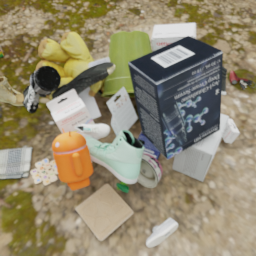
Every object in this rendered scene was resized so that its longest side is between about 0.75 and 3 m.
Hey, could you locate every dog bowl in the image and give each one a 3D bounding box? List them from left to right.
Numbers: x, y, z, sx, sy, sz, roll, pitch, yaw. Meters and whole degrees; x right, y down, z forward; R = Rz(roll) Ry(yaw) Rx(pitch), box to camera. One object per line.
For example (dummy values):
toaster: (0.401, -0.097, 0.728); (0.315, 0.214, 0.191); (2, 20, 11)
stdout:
dog bowl: (0.599, 1.352, 9.125); (1.185, 1.185, 0.437); (34, 49, 23)

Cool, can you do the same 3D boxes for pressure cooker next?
pressure cooker: (-2.751, -1.523, 9.235); (0.887, 0.993, 0.873); (50, 64, -18)

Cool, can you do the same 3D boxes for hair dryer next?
hair dryer: (5.071, -2.159, 12.773); (0.975, 0.348, 1.281); (-15, 56, -33)

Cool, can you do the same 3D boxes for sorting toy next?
sorting toy: (-0.526, 2.510, 9.102); (1.975, 0.291, 1.460); (-36, 55, -21)

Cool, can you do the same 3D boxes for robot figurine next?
robot figurine: (-1.680, 0.919, 8.430); (1.067, 1.830, 1.316); (-6, 13, 15)

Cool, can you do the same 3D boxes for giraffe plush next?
giraffe plush: (-1.810, -2.203, 11.124); (2.953, 2.394, 2.548); (5, 90, 12)

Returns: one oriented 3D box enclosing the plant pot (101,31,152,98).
plant pot: (0.102, -2.438, 10.957); (2.474, 2.474, 2.350); (-3, 93, -2)

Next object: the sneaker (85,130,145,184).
sneaker: (-0.480, 0.518, 8.704); (2.398, 1.415, 0.883); (30, 25, 30)

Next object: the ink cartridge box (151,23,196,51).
ink cartridge box: (1.897, -2.960, 11.289); (1.629, 2.253, 0.949); (1, 53, 14)

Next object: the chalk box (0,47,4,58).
chalk box: (-7.187, -3.920, 13.572); (1.771, 1.098, 1.105); (-21, 56, -14)

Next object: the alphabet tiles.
alphabet tiles: (-2.923, 1.565, 9.970); (0.987, 0.074, 1.009); (-26, 57, -18)

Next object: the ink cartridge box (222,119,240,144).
ink cartridge box: (3.800, 0.109, 10.605); (0.338, 0.580, 0.797); (11, 41, -16)

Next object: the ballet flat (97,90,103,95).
ballet flat: (-1.398, -1.914, 12.410); (0.376, 0.379, 1.107); (-12, 48, -48)

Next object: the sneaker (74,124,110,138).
sneaker: (-1.010, 0.059, 7.699); (1.028, 0.455, 0.387); (1, 84, 30)

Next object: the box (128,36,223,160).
box: (1.386, -0.815, 7.903); (2.000, 2.694, 1.442); (-28, 43, -14)

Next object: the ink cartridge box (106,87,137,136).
ink cartridge box: (-0.252, -0.518, 8.985); (0.299, 1.265, 1.012); (0, 36, 40)

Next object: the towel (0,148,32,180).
towel: (-4.132, 1.270, 10.106); (1.226, 0.220, 1.273); (-4, 53, -3)

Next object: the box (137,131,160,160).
box: (0.661, 0.893, 10.357); (1.019, 0.273, 1.682); (21, 57, 15)

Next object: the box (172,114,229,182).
box: (2.470, 0.550, 9.663); (1.175, 1.797, 1.788); (22, 55, 19)

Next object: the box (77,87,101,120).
box: (-1.757, -0.787, 10.644); (0.811, 1.526, 1.162); (-23, 97, -18)

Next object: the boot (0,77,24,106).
boot: (-4.888, -1.530, 11.657); (1.518, 1.180, 0.552); (12, 53, 9)

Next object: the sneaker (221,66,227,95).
sneaker: (2.879, -1.841, 10.343); (2.309, 1.145, 0.816); (-1, 6, -41)

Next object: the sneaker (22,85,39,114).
sneaker: (-3.432, -1.338, 10.070); (0.704, 1.556, 0.517); (32, 18, 21)

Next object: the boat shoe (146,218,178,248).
boat shoe: (0.972, 3.164, 8.548); (1.181, 0.425, 0.404); (-32, 43, -19)

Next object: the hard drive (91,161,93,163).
hard drive: (-1.569, 1.085, 9.975); (0.731, 0.146, 1.108); (9, 38, 26)

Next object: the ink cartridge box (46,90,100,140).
ink cartridge box: (-1.782, -0.207, 9.321); (1.105, 1.886, 0.635); (-30, 41, -8)

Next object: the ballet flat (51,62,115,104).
ballet flat: (-1.468, -1.465, 9.463); (2.423, 0.688, 0.805); (-30, 34, 8)
